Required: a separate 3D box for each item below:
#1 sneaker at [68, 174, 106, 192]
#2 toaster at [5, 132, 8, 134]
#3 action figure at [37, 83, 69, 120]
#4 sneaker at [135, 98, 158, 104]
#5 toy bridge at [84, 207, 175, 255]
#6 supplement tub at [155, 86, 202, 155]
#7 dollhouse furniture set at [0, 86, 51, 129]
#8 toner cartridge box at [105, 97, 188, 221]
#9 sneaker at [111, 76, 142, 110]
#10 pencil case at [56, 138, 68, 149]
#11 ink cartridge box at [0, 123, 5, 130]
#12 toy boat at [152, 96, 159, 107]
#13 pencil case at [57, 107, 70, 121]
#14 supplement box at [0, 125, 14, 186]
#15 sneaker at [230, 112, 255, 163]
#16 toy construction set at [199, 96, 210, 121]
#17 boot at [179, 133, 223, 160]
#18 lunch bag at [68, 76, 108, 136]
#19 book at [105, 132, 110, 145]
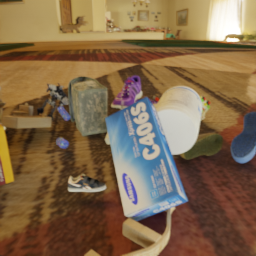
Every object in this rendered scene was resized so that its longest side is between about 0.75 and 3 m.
[{"bbox_3d":[-1.083,1.439,7.305,1.000,0.397,0.392,-1,8,0],"label":"sneaker"},{"bbox_3d":[-5.280,0.243,10.798,0.678,0.597,1.050,9,26,27],"label":"toaster"},{"bbox_3d":[-3.412,-1.416,13.196,1.085,1.263,2.126,-23,40,44],"label":"action figure"},{"bbox_3d":[1.053,-1.281,14.334,1.479,0.617,0.596,1,22,0],"label":"sneaker"},{"bbox_3d":[0.310,2.345,6.091,0.960,0.389,2.855,19,28,33],"label":"toy bridge"},{"bbox_3d":[1.591,-0.336,9.238,1.569,1.569,2.379,7,27,15],"label":"supplement tub"},{"bbox_3d":[-4.695,-1.103,11.048,2.446,1.993,2.327,6,5,24],"label":"dollhouse furniture set"},{"bbox_3d":[0.352,0.698,7.247,1.404,0.638,2.955,-28,51,16],"label":"toner cartridge box"},{"bbox_3d":[-0.056,-1.737,13.508,1.168,1.208,2.896,8,32,11],"label":"sneaker"},{"bbox_3d":[-2.281,0.519,9.698,0.328,0.295,0.756,-18,13,-22],"label":"pencil case"},{"bbox_3d":[-5.659,-0.004,11.731,0.861,0.291,0.501,-4,20,-8],"label":"ink cartridge box"},{"bbox_3d":[1.275,-1.122,13.656,0.716,0.852,0.396,-7,35,-37],"label":"toy boat"},{"bbox_3d":[-2.991,-0.687,13.009,0.317,0.353,0.813,-21,50,-29],"label":"pencil case"},{"bbox_3d":[-5.245,0.683,8.183,2.679,1.803,2.716,-17,28,-35],"label":"supplement box"},{"bbox_3d":[4.245,0.496,9.692,0.878,0.975,2.503,1,37,40],"label":"sneaker"},{"bbox_3d":[3.103,-0.831,11.994,0.633,0.902,1.375,7,-16,29],"label":"toy construction set"},{"bbox_3d":[1.981,0.316,10.427,2.061,0.778,2.353,-6,19,-31],"label":"boot"},{"bbox_3d":[-1.808,-1.033,12.028,1.402,1.956,2.385,-9,25,-21],"label":"lunch bag"},{"bbox_3d":[-0.132,-0.079,11.225,1.294,0.465,1.936,-17,25,16],"label":"book"}]
